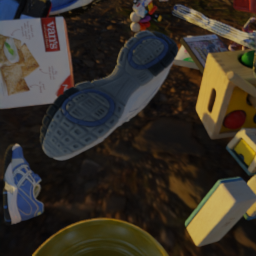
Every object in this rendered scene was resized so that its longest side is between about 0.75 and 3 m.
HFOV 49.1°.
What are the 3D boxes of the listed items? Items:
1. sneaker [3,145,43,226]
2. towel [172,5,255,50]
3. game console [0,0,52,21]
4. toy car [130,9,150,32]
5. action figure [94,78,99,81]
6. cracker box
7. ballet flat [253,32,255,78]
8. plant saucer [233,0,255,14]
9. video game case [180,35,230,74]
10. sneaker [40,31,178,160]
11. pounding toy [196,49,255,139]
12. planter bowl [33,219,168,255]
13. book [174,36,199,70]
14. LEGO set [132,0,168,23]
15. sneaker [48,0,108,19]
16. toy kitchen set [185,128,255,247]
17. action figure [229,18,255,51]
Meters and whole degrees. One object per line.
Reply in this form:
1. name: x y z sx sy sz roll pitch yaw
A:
1. sneaker: -2.746 1.384 7.227 0.894 0.879 2.321 -2 47 -24
2. towel: 2.720 -2.630 7.586 2.043 0.331 2.781 -1 33 -41
3. game console: -3.387 -2.471 7.151 1.483 2.499 2.154 18 10 -44
4. toy car: 0.541 -4.285 11.137 0.714 0.952 0.833 17 48 20
5. action figure: -0.585 -1.504 10.285 1.299 0.451 0.845 15 41 10
6. cracker box: -2.642 -1.360 6.212 2.721 1.823 0.785 -8 9 -8
7. ballet flat: 3.092 -1.465 6.116 0.644 1.790 0.644 -14 52 19
8. plant saucer: 3.616 -4.130 8.733 0.191 1.038 1.040 -20 34 -9
9. video game case: 3.352 -2.954 11.301 1.855 0.262 2.053 -13 62 -25
10. sneaker: -0.158 -0.298 3.616 2.115 0.921 0.788 -40 68 -14
11. pounding toy: 3.377 -1.021 8.076 2.618 2.844 2.022 -7 45 -7
12. planter bowl: -0.505 3.232 5.005 2.863 1.193 2.863 0 44 0
13. book: 2.898 -3.232 12.048 1.333 0.479 1.995 15 50 17
14. LEGO set: 1.204 -5.005 9.594 0.730 2.973 2.221 39 42 24
15. sneaker: -1.429 -3.934 7.959 2.544 1.134 0.999 -19 9 17
16. toy kitchen set: 2.545 1.281 7.053 2.798 1.648 2.241 0 41 -29
17. action figure: 5.533 -3.925 12.523 1.359 1.510 2.028 39 33 2
